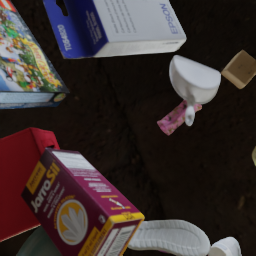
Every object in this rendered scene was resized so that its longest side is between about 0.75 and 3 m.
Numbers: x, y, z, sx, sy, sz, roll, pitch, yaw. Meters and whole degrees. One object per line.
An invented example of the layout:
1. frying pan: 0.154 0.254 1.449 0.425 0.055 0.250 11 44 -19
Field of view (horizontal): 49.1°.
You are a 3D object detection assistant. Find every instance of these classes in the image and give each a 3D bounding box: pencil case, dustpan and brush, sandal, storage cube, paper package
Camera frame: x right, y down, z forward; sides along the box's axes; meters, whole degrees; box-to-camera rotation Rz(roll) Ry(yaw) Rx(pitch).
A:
1. pencil case: 1.362 -0.331 7.501 1.232 0.533 0.510 -40 44 -1
2. dustpan and brush: 1.689 -0.929 7.264 1.469 0.602 2.105 20 43 -6
3. sandal: 0.963 2.834 7.221 2.206 0.542 0.898 8 52 2
4. storage cube: -2.574 1.316 6.701 2.224 1.901 1.999 -23 87 -2
5. paper package: 3.108 -1.598 7.712 0.731 0.397 0.767 40 85 2

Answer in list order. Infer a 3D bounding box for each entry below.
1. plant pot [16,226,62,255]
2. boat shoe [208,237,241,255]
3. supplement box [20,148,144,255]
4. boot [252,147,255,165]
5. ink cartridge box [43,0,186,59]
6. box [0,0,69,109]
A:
1. plant pot: -0.765 2.654 4.711 1.376 2.054 2.054 3 84 32
2. boat shoe: 2.534 3.878 7.025 0.804 0.845 2.346 -14 95 -35
3. supplement box: -0.763 1.196 4.300 1.781 0.763 0.983 36 101 35
4. boot: 3.345 0.639 4.756 1.035 2.872 2.221 11 48 -8
5. ink cartridge box: -0.401 -2.793 5.938 2.738 0.556 2.732 -14 74 -29
6. box: -2.166 -1.347 4.555 0.436 1.581 2.314 -41 76 27
